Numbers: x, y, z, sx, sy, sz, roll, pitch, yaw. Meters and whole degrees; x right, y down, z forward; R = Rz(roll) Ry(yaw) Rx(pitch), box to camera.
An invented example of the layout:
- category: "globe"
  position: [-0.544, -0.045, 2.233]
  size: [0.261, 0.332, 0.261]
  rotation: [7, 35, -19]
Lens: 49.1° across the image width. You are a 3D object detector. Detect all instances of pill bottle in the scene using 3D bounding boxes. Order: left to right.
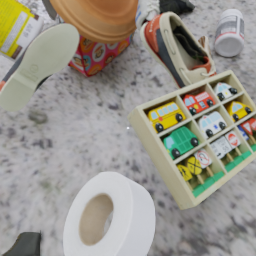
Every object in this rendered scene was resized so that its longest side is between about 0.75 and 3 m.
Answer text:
- category: "pill bottle"
  position: [-3.031, -2.427, 5.920]
  size: [2.208, 1.206, 1.206]
  rotation: [29, 52, -29]
- category: "pill bottle"
  position: [3.591, -3.375, 9.852]
  size: [0.940, 0.940, 1.622]
  rotation: [12, 58, 8]

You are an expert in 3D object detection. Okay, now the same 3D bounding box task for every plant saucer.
- category: "plant saucer"
  position: [-0.708, -3.723, 7.261]
  size: [2.984, 0.558, 2.984]
  rotation: [6, 80, -36]

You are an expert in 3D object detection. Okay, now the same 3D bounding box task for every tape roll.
- category: "tape roll"
  position: [-0.276, 1.254, 3.708]
  size: [1.314, 0.459, 1.314]
  rotation: [-31, 41, 32]

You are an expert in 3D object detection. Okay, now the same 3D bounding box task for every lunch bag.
- category: "lunch bag"
  position: [-0.889, -3.343, 8.843]
  size: [1.200, 2.581, 2.930]
  rotation: [33, 63, 20]

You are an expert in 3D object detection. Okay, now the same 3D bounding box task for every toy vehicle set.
- category: "toy vehicle set"
  position: [1.421, 0.025, 4.865]
  size: [2.646, 0.351, 1.644]
  rotation: [-24, 79, -36]

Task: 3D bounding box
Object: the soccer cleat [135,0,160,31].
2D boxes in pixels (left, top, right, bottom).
- category: "soccer cleat"
  position: [0.501, -2.785, 6.106]
  size: [0.575, 1.646, 0.711]
  rotation: [-13, 52, -12]

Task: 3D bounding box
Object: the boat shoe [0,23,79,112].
- category: "boat shoe"
  position: [-1.674, -1.148, 5.145]
  size: [1.943, 0.692, 0.608]
  rotation: [-48, 31, 7]

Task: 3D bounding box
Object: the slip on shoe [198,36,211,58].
- category: "slip on shoe"
  position: [2.661, -2.695, 9.763]
  size: [0.396, 0.497, 1.307]
  rotation: [32, 43, -27]

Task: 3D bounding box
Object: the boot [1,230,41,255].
- category: "boot"
  position: [-2.640, 2.783, 6.230]
  size: [1.373, 0.532, 0.950]
  rotation: [5, 52, -12]

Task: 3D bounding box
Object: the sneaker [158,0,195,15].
- category: "sneaker"
  position: [1.681, -4.632, 10.863]
  size: [1.918, 1.099, 0.733]
  rotation: [-4, 45, -36]

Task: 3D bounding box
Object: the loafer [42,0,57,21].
- category: "loafer"
  position: [-2.318, -3.988, 8.028]
  size: [0.682, 1.950, 0.681]
  rotation: [-5, 44, 7]

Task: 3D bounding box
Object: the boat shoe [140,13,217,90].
- category: "boat shoe"
  position: [1.287, -1.292, 5.662]
  size: [2.433, 0.761, 0.866]
  rotation: [41, 67, -26]
